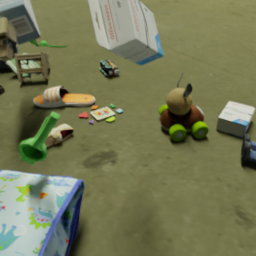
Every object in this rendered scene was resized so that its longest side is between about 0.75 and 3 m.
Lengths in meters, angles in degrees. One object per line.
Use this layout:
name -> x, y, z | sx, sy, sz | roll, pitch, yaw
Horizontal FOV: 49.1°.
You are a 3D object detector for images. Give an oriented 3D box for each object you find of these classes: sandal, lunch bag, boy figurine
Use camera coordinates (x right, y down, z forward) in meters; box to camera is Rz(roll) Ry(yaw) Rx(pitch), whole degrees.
sandal -> -2.414, -1.257, 10.543 | 2.292, 0.657, 0.878 | -1, 36, -2
lunch bag -> -2.127, 1.901, 5.430 | 2.029, 1.521, 2.386 | 6, 46, 8
boy figurine -> 4.298, 0.817, 7.628 | 2.280, 0.735, 1.418 | 11, 34, 19

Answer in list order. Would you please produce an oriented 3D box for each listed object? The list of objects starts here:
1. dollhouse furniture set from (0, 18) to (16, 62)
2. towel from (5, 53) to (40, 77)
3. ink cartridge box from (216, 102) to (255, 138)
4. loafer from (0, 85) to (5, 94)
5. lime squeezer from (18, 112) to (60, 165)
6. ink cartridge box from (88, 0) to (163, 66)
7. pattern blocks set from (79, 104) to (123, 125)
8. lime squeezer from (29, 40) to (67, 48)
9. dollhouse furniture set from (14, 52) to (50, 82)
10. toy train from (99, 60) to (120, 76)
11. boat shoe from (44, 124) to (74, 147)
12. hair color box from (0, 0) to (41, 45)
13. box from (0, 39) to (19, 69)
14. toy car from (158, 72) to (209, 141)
dollhouse furniture set -> -4.105, -1.701, 7.334 | 1.992, 1.252, 2.252 | -9, 77, 16
towel -> -4.746, -2.816, 12.695 | 0.992, 0.152, 1.300 | 48, 41, -8
ink cartridge box -> 3.587, -0.305, 9.335 | 0.893, 0.520, 1.235 | 21, 40, 26
loafer -> -5.345, -1.444, 11.090 | 0.335, 0.326, 0.919 | 19, 40, 24
lime squeezer -> -1.592, 0.248, 5.145 | 0.967, 0.517, 2.739 | -47, 12, -12
ink cartridge box -> 0.017, -1.602, 4.490 | 0.492, 0.855, 1.477 | -15, -6, 26
pattern blocks set -> -0.926, -0.504, 9.970 | 1.197, 0.110, 1.362 | 28, 44, 33
lime squeezer -> -3.203, -3.254, 10.304 | 0.355, 1.881, 0.664 | -8, 58, 54
dollhouse furniture set -> -4.145, -2.676, 12.373 | 1.174, 1.167, 1.666 | -6, 12, -7
toy train -> -0.862, -2.743, 12.786 | 0.701, 0.524, 1.230 | -7, 35, -25
boat shoe -> -2.188, 0.254, 8.624 | 0.420, 0.448, 1.215 | 18, 38, 32
hair color box -> -3.576, -4.039, 8.724 | 0.792, 1.293, 2.611 | -20, 64, -4
box -> -5.799, -3.470, 12.867 | 1.415, 1.392, 0.831 | -10, 20, -14
toy car -> 1.780, -0.774, 8.864 | 1.444, 1.830, 1.503 | -7, 36, -9
